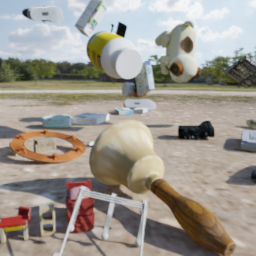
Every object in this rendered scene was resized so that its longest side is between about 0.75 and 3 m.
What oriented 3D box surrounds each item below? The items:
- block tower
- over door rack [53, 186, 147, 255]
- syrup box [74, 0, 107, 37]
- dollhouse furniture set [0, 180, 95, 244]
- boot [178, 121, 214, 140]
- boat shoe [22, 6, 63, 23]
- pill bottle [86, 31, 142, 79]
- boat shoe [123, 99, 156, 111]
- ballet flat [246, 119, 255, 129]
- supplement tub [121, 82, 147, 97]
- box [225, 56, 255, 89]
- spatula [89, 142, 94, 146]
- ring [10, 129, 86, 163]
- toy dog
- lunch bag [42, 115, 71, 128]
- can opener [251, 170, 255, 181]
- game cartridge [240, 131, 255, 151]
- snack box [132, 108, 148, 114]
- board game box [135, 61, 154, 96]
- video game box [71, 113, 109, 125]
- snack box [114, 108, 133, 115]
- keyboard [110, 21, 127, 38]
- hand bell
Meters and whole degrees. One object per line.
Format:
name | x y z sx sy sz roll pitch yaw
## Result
block tower | -2.854 0.544 8.434 1.305 0.352 0.377 -8 15 -38
over door rack | -0.301 1.381 3.545 1.044 0.471 1.413 12 25 -1
syrup box | -1.180 -3.504 8.891 0.456 1.119 0.441 31 -1 23
dollhouse furniture set | -1.203 1.236 4.310 1.349 0.549 0.726 -3 11 -14
boot | 2.479 0.075 10.473 1.244 0.562 1.518 -2 12 7
boat shoe | -2.812 -3.768 9.295 0.515 0.556 1.507 20 33 26
pill bottle | -0.509 -2.612 10.136 1.398 1.398 2.495 -6 28 -27
boat shoe | 0.712 -1.447 17.861 2.087 0.716 0.591 5 -13 -9
ballet flat | 5.395 -0.144 12.081 0.334 0.395 1.045 -27 15 -14
supplement tub | 0.333 -1.879 13.881 1.181 0.724 0.724 -3 11 -30
box | 4.850 -2.260 11.525 1.322 0.325 1.066 26 -36 -18
spatula | -0.738 0.472 9.486 0.905 0.105 1.302 1 11 9
ring | -2.281 0.449 8.133 2.119 0.203 2.119 11 18 -3
toy dog | 2.473 -3.191 12.572 1.782 2.555 2.477 11 -26 -28
lunch bag | -3.173 -0.279 12.357 1.264 0.487 1.014 -2 14 -8
can opener | 3.270 0.865 6.419 0.604 0.487 1.536 7 13 36
game cartridge | 4.320 0.434 9.083 1.238 0.386 1.859 9 14 22
snack box | 0.716 -1.057 16.980 0.704 0.262 0.991 4 12 21
board game box | 0.631 -1.962 11.240 0.248 1.139 1.144 -5 -4 -22
video game box | -1.863 -0.451 13.589 1.420 0.365 1.559 6 12 17
snack box | -0.286 -0.978 16.580 0.816 0.260 1.404 -3 11 -13
keyboard | -0.519 -4.423 13.125 0.794 1.249 0.129 26 54 3
hand bell | 0.583 1.039 4.612 1.461 1.461 2.807 -7 26 -31
